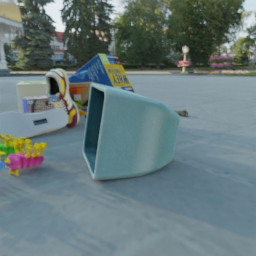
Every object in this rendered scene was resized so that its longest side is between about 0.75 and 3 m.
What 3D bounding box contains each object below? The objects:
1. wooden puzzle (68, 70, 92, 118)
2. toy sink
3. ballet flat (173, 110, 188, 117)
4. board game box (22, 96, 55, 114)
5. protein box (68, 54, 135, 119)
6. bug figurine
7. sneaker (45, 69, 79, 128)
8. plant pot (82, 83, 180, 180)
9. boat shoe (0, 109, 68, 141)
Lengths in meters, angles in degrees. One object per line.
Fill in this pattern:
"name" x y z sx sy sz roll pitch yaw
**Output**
"wooden puzzle" -1.894 -1.159 10.610 1.312 1.945 0.227 -13 37 -6
"toy sink" -4.070 -1.658 14.065 2.649 1.484 1.727 -3 14 -12
"ballet flat" 2.189 -0.735 12.756 0.443 0.305 1.314 -11 17 -38
"board game box" -3.304 -0.665 10.840 1.324 1.056 0.641 -10 17 -33
"protein box" -1.106 -1.694 11.622 1.941 1.927 1.309 -29 -7 33
"bug figurine" -3.090 0.635 6.187 2.143 0.711 2.764 -5 9 -45
"sneaker" -2.397 -0.928 9.804 0.820 2.189 0.986 -11 17 16
"plant pot" 0.082 0.044 6.491 1.885 1.846 1.851 5 11 -18
"boat shoe" -3.306 -0.082 9.203 2.587 0.917 0.903 -15 -8 -36
